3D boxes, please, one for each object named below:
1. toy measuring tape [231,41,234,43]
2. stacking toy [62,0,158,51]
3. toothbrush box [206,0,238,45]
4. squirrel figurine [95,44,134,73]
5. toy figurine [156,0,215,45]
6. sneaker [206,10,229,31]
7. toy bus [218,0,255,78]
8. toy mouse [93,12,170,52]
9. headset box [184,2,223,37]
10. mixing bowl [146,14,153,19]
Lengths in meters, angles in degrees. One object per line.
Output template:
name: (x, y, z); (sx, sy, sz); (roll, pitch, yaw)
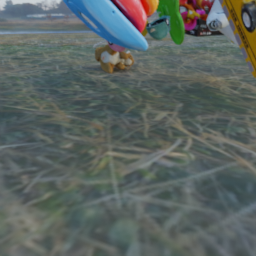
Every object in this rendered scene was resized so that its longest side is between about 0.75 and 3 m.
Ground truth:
toy measuring tape: (4.500, -3.456, 10.814); (0.390, 0.390, 1.059); (-20, 10, -40)
stacking toy: (0.262, -2.609, 4.095); (1.565, 2.696, 1.480); (37, 5, -32)
toothbrush box: (3.538, -3.545, 6.997); (1.227, 2.876, 2.106); (-4, 43, -27)
squirrel figurine: (-0.610, -3.258, 12.953); (1.613, 1.223, 1.729); (-12, 27, -44)
toy figurine: (2.258, -4.115, 8.637); (2.395, 2.602, 1.954); (-18, -4, -8)
sneaker: (2.271, -2.773, 7.359); (0.488, 0.463, 1.212); (-37, 13, 4)
toy bus: (2.159, -2.395, 4.848); (0.921, 2.831, 1.108); (-22, -5, 6)
toy mouse: (0.337, -2.559, 7.744); (2.520, 0.488, 2.240); (-25, 27, -10)
headset box: (3.173, -4.825, 10.770); (1.777, 2.388, 0.922); (-13, 32, -30)
mixing bowl: (-0.438, -2.852, 6.257); (1.926, 1.926, 1.043); (-15, -13, -33)
